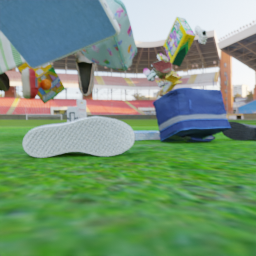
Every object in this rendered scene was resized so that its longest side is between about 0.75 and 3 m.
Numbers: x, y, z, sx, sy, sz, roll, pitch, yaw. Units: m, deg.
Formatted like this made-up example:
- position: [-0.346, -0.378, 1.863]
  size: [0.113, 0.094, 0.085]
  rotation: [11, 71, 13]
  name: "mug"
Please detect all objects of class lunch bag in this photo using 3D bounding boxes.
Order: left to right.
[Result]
- position: [-0.627, -2.128, 6.169]
  size: [1.430, 0.687, 1.783]
  rotation: [22, -21, 25]
  name: "lunch bag"
- position: [2.303, -0.303, 9.926]
  size: [2.568, 1.699, 1.745]
  rotation: [-1, -15, -27]
  name: "lunch bag"

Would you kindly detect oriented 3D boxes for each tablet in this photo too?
- position: [-1.434, -1.976, 5.063]
  size: [2.329, 0.159, 1.515]
  rotation: [-10, -50, 32]
  name: "tablet"

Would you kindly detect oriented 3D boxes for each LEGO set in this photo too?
- position: [1.336, -1.993, 10.788]
  size: [1.226, 0.992, 2.664]
  rotation: [-26, -16, 8]
  name: "LEGO set"

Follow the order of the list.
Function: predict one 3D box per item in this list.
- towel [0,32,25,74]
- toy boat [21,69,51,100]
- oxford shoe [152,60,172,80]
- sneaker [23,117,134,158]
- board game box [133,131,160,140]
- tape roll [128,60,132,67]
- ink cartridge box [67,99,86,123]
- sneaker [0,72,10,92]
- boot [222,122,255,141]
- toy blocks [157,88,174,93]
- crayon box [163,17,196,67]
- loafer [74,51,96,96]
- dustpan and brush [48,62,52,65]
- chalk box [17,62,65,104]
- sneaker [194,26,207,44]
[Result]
- position: [-3.606, -3.027, 9.165]
  size: [0.306, 1.996, 2.617]
  rotation: [20, 41, 24]
  name: "towel"
- position: [-2.541, -1.191, 7.788]
  size: [0.789, 0.788, 1.207]
  rotation: [-3, 3, -22]
  name: "toy boat"
- position: [1.097, -1.724, 8.557]
  size: [0.484, 0.514, 1.373]
  rotation: [-18, 22, 3]
  name: "oxford shoe"
- position: [-1.048, 0.195, 6.209]
  size: [2.254, 0.817, 1.285]
  rotation: [0, -2, -9]
  name: "sneaker"
- position: [0.648, 0.312, 11.878]
  size: [1.540, 0.334, 1.533]
  rotation: [-1, 2, -26]
  name: "board game box"
- position: [-0.342, -2.695, 9.732]
  size: [0.249, 1.363, 1.363]
  rotation: [-33, 8, -11]
  name: "tape roll"
- position: [-3.124, -0.660, 17.110]
  size: [0.711, 2.095, 1.215]
  rotation: [0, 1, 19]
  name: "ink cartridge box"
- position: [-4.768, -1.974, 9.511]
  size: [0.844, 0.787, 2.235]
  rotation: [0, -32, -3]
  name: "sneaker"
- position: [4.906, 0.221, 11.202]
  size: [2.069, 0.722, 1.362]
  rotation: [14, 6, 36]
  name: "boot"
- position: [1.913, -1.614, 12.435]
  size: [0.859, 0.802, 0.723]
  rotation: [-36, -2, 43]
  name: "toy blocks"
- position: [1.743, -3.007, 9.709]
  size: [0.395, 1.169, 1.355]
  rotation: [10, 42, -19]
  name: "crayon box"
- position: [-1.973, -2.908, 13.043]
  size: [1.049, 2.919, 0.918]
  rotation: [-2, 21, -5]
  name: "loafer"
- position: [-2.017, -3.087, 9.020]
  size: [0.680, 1.659, 2.377]
  rotation: [38, 24, -12]
  name: "dustpan and brush"
- position: [-3.298, -1.796, 11.045]
  size: [1.098, 1.090, 1.759]
  rotation: [45, -14, 28]
  name: "chalk box"
- position: [2.704, -3.492, 10.249]
  size: [0.329, 0.878, 0.437]
  rotation: [-4, -32, -16]
  name: "sneaker"
